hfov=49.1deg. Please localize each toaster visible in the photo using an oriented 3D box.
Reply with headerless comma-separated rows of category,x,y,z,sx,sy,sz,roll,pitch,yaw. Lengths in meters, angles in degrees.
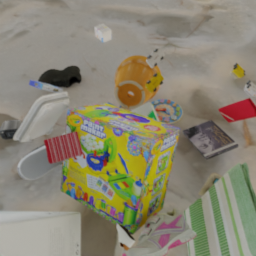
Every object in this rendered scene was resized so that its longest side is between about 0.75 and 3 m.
toaster,-4.325,0.055,10.515,0.921,0.523,0.595,-7,47,-6

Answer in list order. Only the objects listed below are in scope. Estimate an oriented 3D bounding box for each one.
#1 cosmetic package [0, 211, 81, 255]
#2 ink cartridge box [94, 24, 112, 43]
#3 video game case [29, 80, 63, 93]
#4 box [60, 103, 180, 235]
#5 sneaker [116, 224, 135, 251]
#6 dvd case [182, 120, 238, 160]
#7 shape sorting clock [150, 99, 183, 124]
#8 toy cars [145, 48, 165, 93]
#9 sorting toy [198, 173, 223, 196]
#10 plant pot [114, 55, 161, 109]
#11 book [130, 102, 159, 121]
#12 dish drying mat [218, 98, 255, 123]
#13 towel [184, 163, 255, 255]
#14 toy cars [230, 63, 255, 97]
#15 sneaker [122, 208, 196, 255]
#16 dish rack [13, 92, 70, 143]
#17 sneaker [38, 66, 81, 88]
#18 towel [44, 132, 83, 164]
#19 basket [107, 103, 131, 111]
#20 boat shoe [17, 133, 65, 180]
cosmetic package,-2.882,2.657,5.831,2.735,2.744,1.687,-7,77,23
ink cartridge box,-1.357,-5.057,14.873,0.567,0.581,0.905,-29,54,-22
video game case,-2.415,-1.202,8.229,0.757,0.172,0.686,22,9,40
box,-0.311,0.923,7.708,2.645,2.548,1.614,21,22,30
sneaker,-0.130,2.306,5.924,0.278,0.765,0.324,34,86,-19
dvd case,2.896,0.377,10.055,1.259,0.135,1.693,-20,38,-9
shape sorting clock,1.473,-0.703,11.315,1.475,0.289,1.475,0,49,0
toy cars,0.843,-1.914,9.410,0.721,0.356,1.607,7,82,-30
sorting toy,2.667,1.824,7.964,1.066,0.987,0.194,22,37,5
plant pot,0.235,-1.570,10.440,1.804,1.804,1.652,11,34,9
book,0.035,0.303,9.555,2.295,0.551,1.533,-28,59,15
dish drying mat,3.621,-0.525,9.240,0.158,1.733,0.666,-37,92,-13
towel,2.243,2.431,6.945,0.331,2.825,2.155,16,44,-12
toy cars,5.055,-2.051,12.317,1.014,0.501,2.262,17,41,-35
sneaker,0.660,2.638,6.877,2.141,0.871,0.944,-9,63,-40
dish rack,-2.411,-0.252,8.116,0.376,1.726,1.481,44,26,9
sneaker,-2.971,-2.131,12.306,1.942,0.737,0.881,-19,60,-11
towel,-1.652,0.501,7.123,0.884,0.099,0.639,-15,83,-8
basket,-0.352,-0.480,10.513,1.017,0.897,0.707,27,61,27
boat shoe,-2.180,0.736,9.202,2.993,1.046,0.991,-32,17,-24
